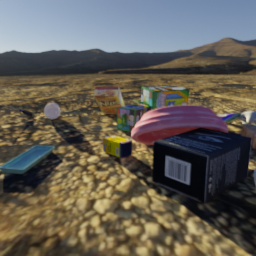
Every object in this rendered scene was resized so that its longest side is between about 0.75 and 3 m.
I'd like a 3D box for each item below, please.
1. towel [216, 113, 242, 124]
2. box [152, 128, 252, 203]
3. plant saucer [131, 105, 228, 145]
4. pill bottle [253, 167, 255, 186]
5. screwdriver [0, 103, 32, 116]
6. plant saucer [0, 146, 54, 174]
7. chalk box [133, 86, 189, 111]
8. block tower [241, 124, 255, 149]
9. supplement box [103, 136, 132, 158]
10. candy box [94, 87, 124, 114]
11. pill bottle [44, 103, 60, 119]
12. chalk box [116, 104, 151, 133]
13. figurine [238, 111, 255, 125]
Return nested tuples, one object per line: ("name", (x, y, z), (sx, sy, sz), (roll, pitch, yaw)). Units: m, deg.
("towel", (3.492, -0.290, 10.887), (1.225, 0.194, 1.706), (-22, 4, -5))
("box", (1.707, 0.732, 6.432), (1.948, 1.016, 1.442), (-12, 18, -41))
("plant saucer", (1.389, -0.038, 7.844), (2.616, 0.663, 2.616), (-1, -14, 0))
("pill bottle", (2.733, 1.151, 4.282), (1.256, 1.256, 2.206), (2, 14, 9))
("screwdriver", (-5.374, -0.864, 13.481), (1.531, 0.223, 0.214), (16, -6, -26))
("plant saucer", (-2.720, 0.848, 7.763), (0.660, 0.179, 1.888), (3, 15, 9))
("chalk box", (1.443, -1.131, 13.042), (2.337, 1.448, 1.459), (-6, 18, -18))
("block tower", (4.287, 0.261, 9.490), (0.496, 0.464, 1.717), (3, 14, 8))
("supplement box", (-0.325, 0.549, 8.356), (0.446, 0.449, 0.820), (-12, 18, -43))
("candy box", (-0.872, -1.305, 13.583), (1.128, 0.541, 1.955), (1, -21, 8))
("pill bottle", (-3.572, -0.819, 13.221), (0.723, 0.723, 1.242), (-3, 9, -14))
("chalk box", (0.130, -0.372, 11.065), (0.914, 0.921, 1.475), (12, 17, 37))
("figurine", (5.909, -0.330, 10.897), (2.516, 1.110, 2.579), (-11, 16, -23))
